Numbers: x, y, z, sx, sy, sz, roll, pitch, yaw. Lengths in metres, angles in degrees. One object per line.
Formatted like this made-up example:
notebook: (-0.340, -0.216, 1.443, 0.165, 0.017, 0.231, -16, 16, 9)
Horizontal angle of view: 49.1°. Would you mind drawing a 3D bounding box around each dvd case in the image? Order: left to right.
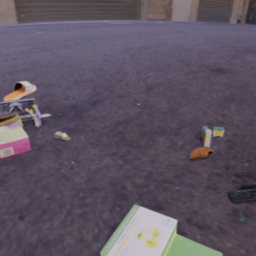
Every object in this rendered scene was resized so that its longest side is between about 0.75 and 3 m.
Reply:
dvd case: (-5.712, -0.886, 14.170, 1.892, 0.203, 2.545, -9, 30, -16)

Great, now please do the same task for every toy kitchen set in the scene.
toy kitchen set: (3.578, 0.231, 11.596, 0.924, 0.679, 1.153, 3, 29, 6)

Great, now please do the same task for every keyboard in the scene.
keyboard: (3.798, 1.995, 8.774, 1.341, 0.266, 0.698, -3, 29, -7)

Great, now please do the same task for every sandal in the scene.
sandal: (-6.195, -2.227, 16.114, 0.957, 0.716, 2.499, 7, 29, 13)

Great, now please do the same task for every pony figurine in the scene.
pony figurine: (-4.190, -0.577, 12.948, 0.814, 0.978, 0.944, -19, 15, 27)

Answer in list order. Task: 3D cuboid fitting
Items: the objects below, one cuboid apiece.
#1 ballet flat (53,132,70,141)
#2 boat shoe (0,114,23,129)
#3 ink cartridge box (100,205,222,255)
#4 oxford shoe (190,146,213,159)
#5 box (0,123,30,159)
ballet flat: (-2.811, 0.332, 11.813, 0.785, 0.295, 0.266, 10, 28, 17)
boat shoe: (-5.904, -0.157, 12.168, 2.437, 0.809, 0.902, -11, 30, -19)
ink cartridge box: (0.846, 2.971, 6.662, 2.470, 0.592, 1.797, 13, 30, 26)
oxford shoe: (2.763, 0.959, 10.502, 1.025, 0.366, 0.365, -15, 34, -25)
box: (-4.694, 0.488, 11.078, 1.176, 0.646, 1.337, -18, 36, -32)
